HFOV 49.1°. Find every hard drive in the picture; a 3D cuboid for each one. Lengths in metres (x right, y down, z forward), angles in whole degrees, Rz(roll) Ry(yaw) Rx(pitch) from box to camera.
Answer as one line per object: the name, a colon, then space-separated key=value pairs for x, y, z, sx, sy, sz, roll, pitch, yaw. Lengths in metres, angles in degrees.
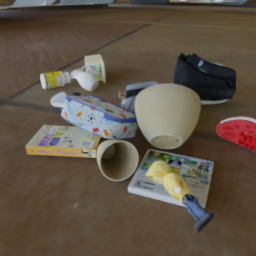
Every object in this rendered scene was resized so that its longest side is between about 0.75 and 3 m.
hard drive: x=0.551 y=-1.570 z=11.643 sx=1.372 sy=0.925 sz=0.290 roll=-9 pitch=73 yaw=-6

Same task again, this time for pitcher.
pitcher: x=-1.925 y=-2.380 z=13.213 sx=1.241 sy=0.752 sz=1.065 roll=37 pitch=66 yaw=16

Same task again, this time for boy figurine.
boy figurine: x=1.088 y=1.420 z=6.225 sx=0.576 sy=1.111 sz=1.787 roll=-43 pitch=62 yaw=-5

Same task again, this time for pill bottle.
pill bottle: x=-3.480 y=-2.319 z=13.467 sx=1.297 sy=0.722 sz=0.722 roll=-15 pitch=33 yaw=-26

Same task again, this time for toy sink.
toy sink: x=-1.711 y=-2.956 z=14.181 sx=0.902 sy=1.049 sz=1.609 roll=-9 pitch=31 yaw=-8

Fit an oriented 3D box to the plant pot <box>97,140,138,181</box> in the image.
plant pot: x=-0.440 y=0.780 z=7.923 sx=1.101 sy=1.101 sz=1.175 roll=-12 pitch=14 yaw=-19

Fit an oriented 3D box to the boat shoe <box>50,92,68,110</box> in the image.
boat shoe: x=-2.435 y=-0.892 z=11.056 sx=0.707 sy=0.696 sz=1.962 roll=-45 pitch=36 yaw=-18

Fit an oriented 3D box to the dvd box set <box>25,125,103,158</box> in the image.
dvd box set: x=-1.943 y=0.398 z=9.056 sx=2.167 sy=0.319 sz=1.585 roll=2 pitch=25 yaw=3

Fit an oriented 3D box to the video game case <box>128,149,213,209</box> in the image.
video game case: x=1.208 y=1.321 z=7.601 sx=1.949 sy=0.214 sz=1.776 roll=10 pitch=34 yaw=19

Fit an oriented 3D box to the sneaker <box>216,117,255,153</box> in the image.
sneaker: x=3.922 y=0.396 z=8.594 sx=2.369 sy=0.928 sz=1.368 roll=7 pitch=30 yaw=15

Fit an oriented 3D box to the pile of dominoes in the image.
pile of dominoes: x=0.960 y=-1.535 z=12.334 sx=2.724 sy=0.434 sz=2.123 roll=-13 pitch=33 yaw=-25

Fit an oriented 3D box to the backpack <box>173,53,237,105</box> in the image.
backpack: x=3.114 y=-1.886 z=11.472 sx=2.487 sy=2.075 sz=1.574 roll=8 pitch=11 yaw=5

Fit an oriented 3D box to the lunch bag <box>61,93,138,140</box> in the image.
lunch bag: x=-0.903 y=-0.437 z=9.407 sx=2.444 sy=0.923 sz=1.958 roll=27 pitch=19 yaw=28

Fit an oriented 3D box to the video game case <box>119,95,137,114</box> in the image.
video game case: x=0.617 y=-0.911 z=10.544 sx=2.272 sy=0.216 sz=1.623 roll=-14 pitch=30 yaw=23

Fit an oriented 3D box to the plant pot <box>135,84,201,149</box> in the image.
plant pot: x=1.148 y=-0.161 z=8.418 sx=2.024 sy=2.024 sz=1.358 roll=4 pitch=61 yaw=6
